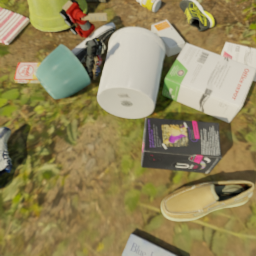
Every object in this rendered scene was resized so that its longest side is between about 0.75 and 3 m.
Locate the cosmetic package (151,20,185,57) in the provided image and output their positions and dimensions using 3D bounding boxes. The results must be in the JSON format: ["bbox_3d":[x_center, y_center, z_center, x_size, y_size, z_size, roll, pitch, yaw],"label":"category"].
[{"bbox_3d":[1.702,-3.907,12.185,0.788,0.554,1.554,-24,65,-13],"label":"cosmetic package"}]

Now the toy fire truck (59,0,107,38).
[{"bbox_3d":[-1.576,-4.082,10.729,1.596,1.404,1.027,37,83,24],"label":"toy fire truck"}]

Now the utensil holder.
[{"bbox_3d":[0.126,-1.919,10.216,2.190,2.190,2.577,8,64,5],"label":"utensil holder"}]

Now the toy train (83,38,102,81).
[{"bbox_3d":[-1.220,-2.334,9.765,0.589,2.572,0.439,-34,83,-17],"label":"toy train"}]

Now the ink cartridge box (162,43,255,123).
[{"bbox_3d":[3.016,-1.716,10.603,2.817,1.188,2.057,26,64,14],"label":"ink cartridge box"}]

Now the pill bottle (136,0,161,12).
[{"bbox_3d":[0.951,-6.004,13.305,1.108,0.617,0.617,35,67,17],"label":"pill bottle"}]

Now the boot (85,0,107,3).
[{"bbox_3d":[-1.596,-6.587,13.790,1.214,0.440,1.104,7,59,11],"label":"boot"}]

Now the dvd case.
[{"bbox_3d":[0.402,4.471,7.752,1.788,0.220,2.506,22,63,12],"label":"dvd case"}]

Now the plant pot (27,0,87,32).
[{"bbox_3d":[-3.412,-6.075,12.090,2.739,2.518,2.739,-4,58,6],"label":"plant pot"}]

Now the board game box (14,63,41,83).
[{"bbox_3d":[-3.965,-2.242,11.425,1.158,0.268,0.877,0,61,0],"label":"board game box"}]

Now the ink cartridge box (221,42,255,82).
[{"bbox_3d":[4.624,-2.696,11.436,1.625,0.685,1.177,16,62,9],"label":"ink cartridge box"}]

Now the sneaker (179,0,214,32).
[{"bbox_3d":[2.987,-5.162,12.773,0.838,0.738,1.981,-36,67,-18],"label":"sneaker"}]

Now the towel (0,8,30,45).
[{"bbox_3d":[-5.923,-4.737,12.801,2.369,0.354,1.734,23,63,10],"label":"towel"}]

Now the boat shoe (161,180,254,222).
[{"bbox_3d":[2.420,2.063,8.571,2.897,1.103,1.038,-14,62,-8],"label":"boat shoe"}]

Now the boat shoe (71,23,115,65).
[{"bbox_3d":[-1.375,-3.352,11.575,2.400,0.886,0.820,-40,94,-9],"label":"boat shoe"}]

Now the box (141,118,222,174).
[{"bbox_3d":[1.655,0.609,9.174,2.368,1.447,1.256,5,61,3],"label":"box"}]

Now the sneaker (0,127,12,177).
[{"bbox_3d":[-4.286,1.082,9.383,0.960,0.868,2.254,15,69,-3],"label":"sneaker"}]

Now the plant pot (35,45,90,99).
[{"bbox_3d":[-2.538,-1.940,10.481,1.442,1.796,1.796,-40,68,-12],"label":"plant pot"}]
